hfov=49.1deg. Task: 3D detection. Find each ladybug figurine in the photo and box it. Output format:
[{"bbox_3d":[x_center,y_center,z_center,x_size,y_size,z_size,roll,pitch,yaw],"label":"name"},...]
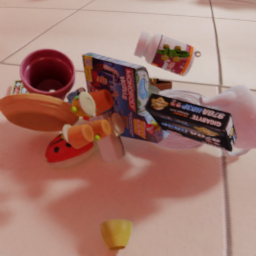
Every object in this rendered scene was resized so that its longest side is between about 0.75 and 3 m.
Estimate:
[{"bbox_3d":[-1.889,0.562,9.258,1.997,0.718,1.355,-32,42,-30],"label":"ladybug figurine"}]

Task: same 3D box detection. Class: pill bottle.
[{"bbox_3d":[1.452,-3.005,11.234,2.289,1.254,1.254,19,39,-4],"label":"pill bottle"}]

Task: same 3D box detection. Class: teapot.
[{"bbox_3d":[3.214,-0.142,8.538,1.563,2.140,2.113,-27,-9,18],"label":"teapot"}]

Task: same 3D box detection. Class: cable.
[{"bbox_3d":[1.808,-0.348,10.256,2.847,0.986,2.848,-25,47,-24],"label":"cable"}]

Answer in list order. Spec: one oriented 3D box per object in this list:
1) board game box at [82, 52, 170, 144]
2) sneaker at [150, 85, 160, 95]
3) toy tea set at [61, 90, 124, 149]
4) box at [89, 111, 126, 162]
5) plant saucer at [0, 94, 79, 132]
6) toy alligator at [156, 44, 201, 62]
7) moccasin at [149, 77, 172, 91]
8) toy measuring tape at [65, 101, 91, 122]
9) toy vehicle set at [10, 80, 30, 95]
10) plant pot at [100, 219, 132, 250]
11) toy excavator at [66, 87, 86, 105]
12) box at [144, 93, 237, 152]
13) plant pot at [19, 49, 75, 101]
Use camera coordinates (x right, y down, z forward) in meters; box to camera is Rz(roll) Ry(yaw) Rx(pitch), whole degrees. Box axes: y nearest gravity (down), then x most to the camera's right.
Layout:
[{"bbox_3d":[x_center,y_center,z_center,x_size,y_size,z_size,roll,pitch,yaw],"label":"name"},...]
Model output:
[{"bbox_3d":[0.008,-0.798,8.901,2.915,2.916,0.899,23,43,33],"label":"board game box"},{"bbox_3d":[0.573,-0.999,9.482,0.568,0.807,1.519,-21,28,-25],"label":"sneaker"},{"bbox_3d":[-1.120,-0.239,7.852,0.952,1.529,2.571,-19,3,26],"label":"toy tea set"},{"bbox_3d":[-0.653,0.289,8.975,0.627,1.526,0.522,-12,10,36],"label":"box"},{"bbox_3d":[-2.922,-0.384,9.282,2.595,2.595,0.486,2,72,2],"label":"plant saucer"},{"bbox_3d":[1.774,-2.613,9.972,1.576,0.522,0.379,9,-3,3],"label":"toy alligator"},{"bbox_3d":[1.277,-2.073,12.833,1.527,0.589,0.558,19,42,22],"label":"moccasin"},{"bbox_3d":[-1.835,-0.741,10.564,2.321,0.854,0.854,17,37,-12],"label":"toy measuring tape"},{"bbox_3d":[-4.554,-1.605,12.505,1.226,0.262,1.973,-7,39,-9],"label":"toy vehicle set"},{"bbox_3d":[-0.284,2.623,6.784,0.796,0.796,0.565,-3,54,-4],"label":"plant pot"},{"bbox_3d":[-1.979,-0.851,9.545,1.099,0.549,1.069,7,64,22],"label":"toy excavator"},{"bbox_3d":[1.645,-0.127,7.234,2.095,1.665,0.482,19,78,30],"label":"box"},{"bbox_3d":[-2.785,-1.603,9.915,1.794,1.606,1.794,4,67,-10],"label":"plant pot"}]
